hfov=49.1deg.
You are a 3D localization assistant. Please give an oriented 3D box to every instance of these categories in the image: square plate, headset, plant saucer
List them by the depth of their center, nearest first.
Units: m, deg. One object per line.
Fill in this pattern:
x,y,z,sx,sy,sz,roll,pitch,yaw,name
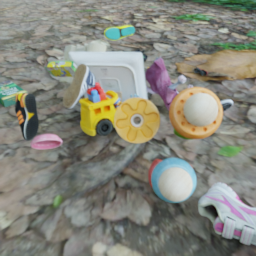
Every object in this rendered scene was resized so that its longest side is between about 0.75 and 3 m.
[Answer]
-2.025,0.338,6.931,0.755,0.755,0.191,-8,71,-12,plant saucer
-0.670,-1.679,10.381,2.640,2.615,0.375,4,55,12,square plate
0.531,-2.829,10.762,0.526,0.400,0.852,36,12,-8,headset

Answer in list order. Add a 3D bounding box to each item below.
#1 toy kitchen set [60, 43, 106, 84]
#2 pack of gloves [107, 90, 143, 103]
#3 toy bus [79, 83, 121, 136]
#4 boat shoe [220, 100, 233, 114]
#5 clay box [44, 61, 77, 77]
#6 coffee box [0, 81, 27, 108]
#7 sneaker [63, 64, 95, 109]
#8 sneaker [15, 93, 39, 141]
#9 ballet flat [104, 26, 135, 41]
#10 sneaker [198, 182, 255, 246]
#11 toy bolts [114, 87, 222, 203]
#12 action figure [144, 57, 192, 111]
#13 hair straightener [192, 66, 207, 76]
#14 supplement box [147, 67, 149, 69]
-1.201,-2.310,11.168,2.047,1.505,2.555,8,6,-36,toy kitchen set
-0.036,-0.812,10.453,1.319,1.570,0.310,9,69,11,pack of gloves
-0.797,-0.737,9.569,1.735,1.665,1.177,-18,27,-26,toy bus
3.215,-0.580,10.156,1.247,0.436,0.413,-24,46,26,boat shoe
-2.291,-2.046,9.769,1.113,0.640,0.265,5,68,23,clay box
-5.273,-1.532,12.240,1.110,0.397,1.805,-26,41,-34,coffee box
-1.383,-1.117,8.163,0.469,1.337,0.725,21,-4,20,sneaker
-2.310,-0.258,6.278,0.483,1.073,0.375,12,18,31,sneaker
-0.374,-3.423,10.102,1.332,0.445,0.447,-22,26,-31,ballet flat
2.442,2.157,6.222,0.978,0.902,2.218,-21,30,-27,sneaker
0.857,0.385,6.724,2.663,2.788,1.934,3,-3,5,toy bolts
1.448,-1.459,11.052,1.982,1.783,2.662,-33,59,16,action figure
3.672,-3.007,14.652,0.469,0.249,1.218,-7,34,-11,hair straightener
1.366,-2.898,14.447,0.885,0.294,0.304,28,42,35,supplement box
